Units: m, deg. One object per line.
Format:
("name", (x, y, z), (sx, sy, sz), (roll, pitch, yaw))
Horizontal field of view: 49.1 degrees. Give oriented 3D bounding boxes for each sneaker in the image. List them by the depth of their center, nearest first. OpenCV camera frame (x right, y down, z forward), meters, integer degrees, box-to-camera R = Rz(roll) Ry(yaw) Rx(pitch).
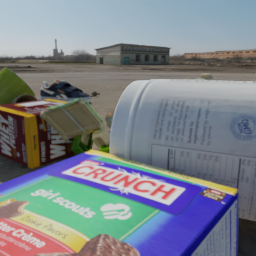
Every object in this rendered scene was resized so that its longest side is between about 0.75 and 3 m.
("sneaker", (-2.834, -1.622, 12.522), (2.452, 0.974, 0.962), (5, 13, 13))

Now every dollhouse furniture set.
("dollhouse furniture set", (-0.746, -0.127, 4.853), (0.868, 1.325, 0.665), (-16, 43, 24))

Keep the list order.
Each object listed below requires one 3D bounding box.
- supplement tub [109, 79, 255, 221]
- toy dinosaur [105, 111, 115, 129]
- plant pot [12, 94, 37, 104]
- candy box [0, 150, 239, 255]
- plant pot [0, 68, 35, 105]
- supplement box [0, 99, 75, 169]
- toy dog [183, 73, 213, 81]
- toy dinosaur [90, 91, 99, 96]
("supplement tub", (1.188, 0.225, 3.366), (2.425, 1.600, 1.600), (6, 15, 25))
("toy dinosaur", (0.423, 0.160, 5.517), (1.765, 0.901, 1.198), (46, 25, 3))
("plant pot", (-3.116, -0.476, 8.179), (0.769, 0.886, 0.886), (-10, 5, 38))
("candy box", (-0.361, 0.924, 2.112), (1.768, 0.806, 2.092), (9, 15, 37))
("plant pot", (-3.813, -0.947, 8.635), (1.233, 1.233, 1.318), (16, 61, 49))
("supplement box", (-1.743, 0.019, 5.597), (1.374, 0.925, 1.393), (12, 18, 36))
("toy dog", (2.730, -0.949, 9.690), (1.606, 1.173, 2.435), (-4, 34, 2))
("toy dinosaur", (-1.784, -1.779, 14.705), (0.460, 0.248, 1.044), (-11, 10, 19))
